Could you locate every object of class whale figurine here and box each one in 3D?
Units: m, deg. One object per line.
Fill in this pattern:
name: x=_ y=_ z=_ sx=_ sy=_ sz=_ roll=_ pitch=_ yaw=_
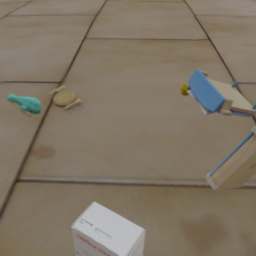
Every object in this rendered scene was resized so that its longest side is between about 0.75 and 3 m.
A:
whale figurine: x=-3.180 y=-0.773 z=8.664 sx=1.059 sy=0.550 sz=0.843 roll=32 pitch=15 yaw=-18

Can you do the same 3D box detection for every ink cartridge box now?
ink cartridge box: x=-0.408 y=2.664 z=6.001 sx=1.324 sy=1.822 sz=0.797 roll=20 pitch=42 yaw=24

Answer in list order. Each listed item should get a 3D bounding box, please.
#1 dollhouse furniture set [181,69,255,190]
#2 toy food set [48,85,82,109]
dollhouse furniture set: x=1.884 y=-0.016 z=5.232 sx=1.760 sy=1.216 sz=1.864 roll=4 pitch=43 yaw=-37
toy food set: x=-2.790 y=-1.271 z=12.398 sx=1.011 sy=0.294 sz=1.465 roll=-33 pitch=54 yaw=-26
